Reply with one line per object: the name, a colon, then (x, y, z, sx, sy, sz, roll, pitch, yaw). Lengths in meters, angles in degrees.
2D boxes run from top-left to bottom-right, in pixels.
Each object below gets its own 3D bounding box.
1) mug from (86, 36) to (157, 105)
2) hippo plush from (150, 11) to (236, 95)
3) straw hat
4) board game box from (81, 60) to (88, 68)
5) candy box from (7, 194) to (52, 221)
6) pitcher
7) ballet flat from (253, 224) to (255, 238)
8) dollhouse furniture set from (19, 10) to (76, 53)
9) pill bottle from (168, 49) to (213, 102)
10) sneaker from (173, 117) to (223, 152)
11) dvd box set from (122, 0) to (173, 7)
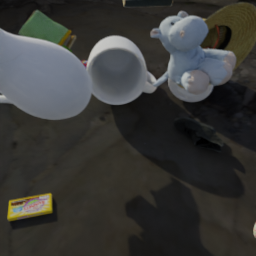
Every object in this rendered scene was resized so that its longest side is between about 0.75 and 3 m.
mug: (-0.132, -2.133, 10.291, 2.750, 2.031, 2.411, 24, 27, -18)
hippo plush: (0.896, -1.133, 3.939, 0.974, 0.984, 1.223, -29, 26, -15)
straw hat: (2.020, -2.294, 7.339, 2.573, 2.573, 1.089, -18, 52, -20)
board game box: (-1.832, -2.854, 12.297, 0.813, 0.158, 0.642, -1, 41, -2)
candy box: (-2.343, 1.898, 6.728, 1.000, 0.132, 0.511, -9, 44, -10)
pitcher: (-2.218, -0.937, 5.748, 2.202, 2.566, 1.556, -34, 56, 25)
ballet flat: (3.221, 2.079, 6.342, 1.121, 0.358, 0.424, -32, 50, -31)
dollhouse furniture set: (-2.287, -2.592, 7.985, 1.438, 1.101, 2.194, 32, 54, -23)
pill bottle: (2.572, -2.352, 10.600, 1.588, 1.588, 2.833, 12, 41, 14)
sneaker: (2.073, 0.191, 8.460, 1.600, 0.480, 0.834, 17, 39, 14)
dvd box set: (0.332, -3.460, 6.479, 1.135, 0.228, 1.551, -5, 68, -10)
